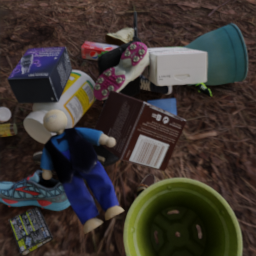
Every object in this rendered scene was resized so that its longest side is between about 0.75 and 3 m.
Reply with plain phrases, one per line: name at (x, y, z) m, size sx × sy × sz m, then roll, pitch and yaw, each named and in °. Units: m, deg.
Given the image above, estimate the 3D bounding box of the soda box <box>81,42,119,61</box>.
soda box at (-1.323, -3.798, 14.098) m, size 1.988 × 0.630 × 0.696 m, roll 12°, pitch 46°, yaw 11°

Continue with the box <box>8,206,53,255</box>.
box at (-2.683, 2.800, 7.701) m, size 0.867 × 0.240 × 1.082 m, roll -25°, pitch 50°, yaw -23°

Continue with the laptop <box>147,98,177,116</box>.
laptop at (1.369, -0.428, 10.632) m, size 1.154 × 0.714 × 1.232 m, roll -6°, pitch 45°, yaw -5°

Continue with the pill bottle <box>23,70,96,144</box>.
pill bottle at (-2.462, -0.773, 10.355) m, size 1.597 × 1.597 × 2.831 m, roll 17°, pitch 48°, yaw 17°

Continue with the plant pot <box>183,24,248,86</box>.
plant pot at (3.506, -2.931, 12.102) m, size 2.332 × 2.482 × 2.482 m, roll -14°, pitch 45°, yaw 4°

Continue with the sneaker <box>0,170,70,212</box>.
sneaker at (-2.736, 1.650, 8.085) m, size 2.265 × 1.082 × 0.898 m, roll 6°, pitch 20°, yaw -2°

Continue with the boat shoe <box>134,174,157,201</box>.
boat shoe at (0.492, 1.953, 8.304) m, size 0.592 × 0.591 × 1.641 m, roll 17°, pitch 47°, yaw 16°

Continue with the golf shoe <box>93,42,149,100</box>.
golf shoe at (-0.136, -1.681, 9.151) m, size 2.283 × 1.045 × 0.860 m, roll -43°, pitch 67°, yaw 6°

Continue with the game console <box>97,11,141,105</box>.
game console at (-0.298, -2.445, 10.435) m, size 2.388 × 2.715 × 1.580 m, roll -30°, pitch 62°, yaw -16°

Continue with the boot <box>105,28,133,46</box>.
boot at (-0.075, -4.733, 15.012) m, size 1.524 × 0.710 × 1.971 m, roll -33°, pitch 52°, yaw -30°

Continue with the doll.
doll at (-0.994, 0.717, 5.710) m, size 1.723 × 0.612 × 2.525 m, roll -32°, pitch 78°, yaw 6°

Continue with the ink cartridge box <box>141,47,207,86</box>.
ink cartridge box at (1.554, -2.326, 10.289) m, size 1.837 × 1.060 × 2.514 m, roll -6°, pitch 20°, yaw -9°

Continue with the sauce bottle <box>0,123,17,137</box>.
sauce bottle at (-4.852, 0.130, 10.256) m, size 1.428 × 0.462 × 0.462 m, roll -7°, pitch 45°, yaw -5°

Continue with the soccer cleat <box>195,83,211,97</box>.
soccer cleat at (2.451, -1.205, 9.094) m, size 0.309 × 0.258 × 0.763 m, roll -25°, pitch 41°, yaw 3°

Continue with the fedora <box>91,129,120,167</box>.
fedora at (-1.085, 0.732, 8.901) m, size 2.429 × 2.429 × 1.109 m, roll -11°, pitch 80°, yaw -11°

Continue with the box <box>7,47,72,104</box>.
box at (-2.911, -1.816, 9.553) m, size 1.451 × 1.023 × 1.961 m, roll -1°, pitch 44°, yaw 7°

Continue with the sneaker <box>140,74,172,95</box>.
sneaker at (0.527, -1.982, 12.036) m, size 1.464 × 0.946 × 2.698 m, roll -28°, pitch 48°, yaw -27°

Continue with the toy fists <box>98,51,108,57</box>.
toy fists at (-0.476, -2.500, 10.176) m, size 1.263 × 0.644 × 0.434 m, roll -7°, pitch 10°, yaw -8°

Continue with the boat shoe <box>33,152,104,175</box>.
boat shoe at (-1.862, 1.142, 8.151) m, size 2.590 × 0.866 × 0.738 m, roll -2°, pitch 69°, yaw 29°

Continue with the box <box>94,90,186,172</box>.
box at (0.212, 0.038, 7.065) m, size 1.413 × 1.399 × 1.704 m, roll 19°, pitch 6°, yaw -35°

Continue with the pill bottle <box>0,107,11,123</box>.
pill bottle at (-4.398, -0.437, 9.816) m, size 0.481 × 0.481 × 0.845 m, roll -27°, pitch 9°, yaw -25°

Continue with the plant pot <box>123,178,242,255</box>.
plant pot at (1.165, 2.436, 6.349) m, size 2.258 × 2.076 × 2.258 m, roll -3°, pitch 70°, yaw 8°
